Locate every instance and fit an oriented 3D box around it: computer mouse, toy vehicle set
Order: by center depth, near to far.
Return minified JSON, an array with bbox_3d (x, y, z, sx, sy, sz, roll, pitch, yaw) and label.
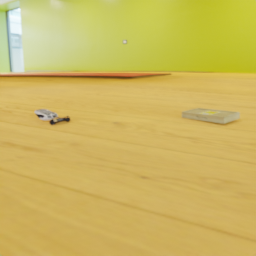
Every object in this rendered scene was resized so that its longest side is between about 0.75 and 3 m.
[{"bbox_3d":[-3.458,-0.461,12.406,1.751,0.384,0.960,18,27,35],"label":"computer mouse"},{"bbox_3d":[3.710,-0.582,12.716,1.358,0.290,2.185,-13,17,-40],"label":"toy vehicle set"}]
